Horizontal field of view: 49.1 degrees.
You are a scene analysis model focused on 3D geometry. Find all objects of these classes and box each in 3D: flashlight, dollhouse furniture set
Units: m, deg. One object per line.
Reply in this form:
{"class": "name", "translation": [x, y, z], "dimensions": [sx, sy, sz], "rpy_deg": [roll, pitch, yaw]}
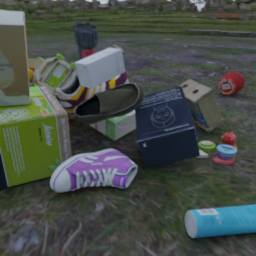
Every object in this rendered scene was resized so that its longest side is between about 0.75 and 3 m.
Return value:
{"class": "flashlight", "translation": [-1.376, -2.322, 10.357], "dimensions": [0.981, 2.897, 0.984], "rpy_deg": [-7, 45, -10]}
{"class": "dollhouse furniture set", "translation": [2.219, -0.496, 11.237], "dimensions": [2.326, 1.639, 1.630], "rpy_deg": [-35, 31, -3]}

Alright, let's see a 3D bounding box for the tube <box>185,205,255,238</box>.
{"class": "tube", "translation": [2.406, 2.055, 6.273], "dimensions": [2.225, 0.561, 0.862], "rpy_deg": [0, 31, -13]}

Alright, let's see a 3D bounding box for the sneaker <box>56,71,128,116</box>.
{"class": "sneaker", "translation": [-1.213, -1.530, 9.908], "dimensions": [2.661, 1.199, 0.997], "rpy_deg": [-34, 47, -12]}

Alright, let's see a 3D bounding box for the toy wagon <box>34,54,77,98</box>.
{"class": "toy wagon", "translation": [-2.550, -1.828, 10.708], "dimensions": [2.017, 1.565, 0.399], "rpy_deg": [34, -5, 12]}

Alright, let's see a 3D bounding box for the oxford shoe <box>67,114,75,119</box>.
{"class": "oxford shoe", "translation": [-3.607, -1.060, 12.680], "dimensions": [1.066, 1.022, 2.888], "rpy_deg": [-22, 32, -38]}

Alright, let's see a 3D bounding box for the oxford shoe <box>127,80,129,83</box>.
{"class": "oxford shoe", "translation": [-0.331, -1.351, 10.837], "dimensions": [0.716, 0.550, 1.904], "rpy_deg": [35, 47, -7]}

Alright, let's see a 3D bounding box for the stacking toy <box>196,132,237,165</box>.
{"class": "stacking toy", "translation": [2.998, 0.589, 9.420], "dimensions": [1.310, 0.611, 1.447], "rpy_deg": [9, 25, 18]}

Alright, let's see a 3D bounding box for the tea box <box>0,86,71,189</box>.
{"class": "tea box", "translation": [-3.559, 0.155, 8.625], "dimensions": [2.940, 1.997, 2.989], "rpy_deg": [-11, 27, -24]}

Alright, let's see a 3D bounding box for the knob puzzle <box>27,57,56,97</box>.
{"class": "knob puzzle", "translation": [-3.913, -1.597, 11.637], "dimensions": [2.953, 2.953, 0.409], "rpy_deg": [13, -2, 27]}

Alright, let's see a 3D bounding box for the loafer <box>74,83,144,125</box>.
{"class": "loafer", "translation": [-0.638, -0.735, 8.855], "dimensions": [2.438, 0.917, 0.849], "rpy_deg": [-25, -12, 11]}

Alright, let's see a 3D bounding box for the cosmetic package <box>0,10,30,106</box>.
{"class": "cosmetic package", "translation": [-3.257, -1.754, 7.327], "dimensions": [1.245, 2.367, 0.841], "rpy_deg": [-5, 44, -17]}

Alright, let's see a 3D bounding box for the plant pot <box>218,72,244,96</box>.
{"class": "plant pot", "translation": [5.689, -2.397, 15.588], "dimensions": [1.195, 1.195, 1.089], "rpy_deg": [19, 39, 37]}

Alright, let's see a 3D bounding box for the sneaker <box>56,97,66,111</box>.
{"class": "sneaker", "translation": [-1.914, -1.352, 11.777], "dimensions": [2.502, 1.037, 0.887], "rpy_deg": [-11, 51, -28]}

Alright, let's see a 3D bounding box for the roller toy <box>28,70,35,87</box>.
{"class": "roller toy", "translation": [-4.323, -1.856, 11.132], "dimensions": [1.112, 1.219, 0.851], "rpy_deg": [29, 20, 21]}

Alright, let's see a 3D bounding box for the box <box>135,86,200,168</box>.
{"class": "box", "translation": [1.187, -0.086, 9.033], "dimensions": [1.697, 1.224, 2.287], "rpy_deg": [-14, 38, 10]}

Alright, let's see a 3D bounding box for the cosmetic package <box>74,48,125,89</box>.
{"class": "cosmetic package", "translation": [-0.798, -1.782, 8.253], "dimensions": [0.591, 0.749, 1.393], "rpy_deg": [22, 42, 41]}

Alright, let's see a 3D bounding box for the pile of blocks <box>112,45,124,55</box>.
{"class": "pile of blocks", "translation": [-0.484, -2.611, 11.429], "dimensions": [0.485, 1.562, 0.641], "rpy_deg": [-19, 44, -40]}

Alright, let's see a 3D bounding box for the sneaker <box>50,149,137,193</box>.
{"class": "sneaker", "translation": [-0.787, 1.273, 7.596], "dimensions": [2.413, 0.875, 1.376], "rpy_deg": [-20, 34, -38]}

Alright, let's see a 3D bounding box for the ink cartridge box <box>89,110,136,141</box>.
{"class": "ink cartridge box", "translation": [-0.894, -0.602, 11.252], "dimensions": [2.463, 0.829, 1.442], "rpy_deg": [29, 43, 34]}
